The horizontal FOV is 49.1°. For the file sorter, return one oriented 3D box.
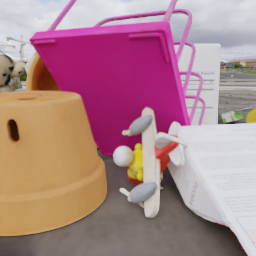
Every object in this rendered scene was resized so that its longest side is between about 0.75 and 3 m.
[{"bbox_3d":[0.201,-0.879,4.718,1.904,2.740,1.718,5,53,26],"label":"file sorter"}]

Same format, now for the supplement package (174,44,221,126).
[{"bbox_3d":[1.854,-1.207,8.415,1.446,2.415,1.464,1,10,6],"label":"supplement package"}]

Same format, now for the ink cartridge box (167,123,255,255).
[{"bbox_3d":[1.798,0.814,3.100,2.132,0.663,2.649,-2,32,-10],"label":"ink cartridge box"}]

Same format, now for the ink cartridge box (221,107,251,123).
[{"bbox_3d":[3.613,-0.422,9.238,0.621,0.318,0.840,-11,-4,-43],"label":"ink cartridge box"}]

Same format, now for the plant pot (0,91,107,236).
[{"bbox_3d":[-1.236,0.249,3.570,1.886,1.320,1.886,-1,14,0],"label":"plant pot"}]

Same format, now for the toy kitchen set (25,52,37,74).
[{"bbox_3d":[-2.100,-2.006,9.402,2.074,1.222,1.662,38,30,-23],"label":"toy kitchen set"}]

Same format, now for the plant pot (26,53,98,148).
[{"bbox_3d":[-1.184,-0.865,6.685,2.537,2.537,1.776,-5,7,-26],"label":"plant pot"}]

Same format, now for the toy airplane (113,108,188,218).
[{"bbox_3d":[0.227,0.374,3.544,0.812,1.146,1.151,8,12,-11],"label":"toy airplane"}]

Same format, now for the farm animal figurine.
[{"bbox_3d":[-4.195,-1.572,9.642,1.145,1.839,2.278,30,0,-1],"label":"farm animal figurine"}]

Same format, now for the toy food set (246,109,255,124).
[{"bbox_3d":[4.163,-0.043,7.309,1.302,0.723,2.213,-30,19,-17],"label":"toy food set"}]
